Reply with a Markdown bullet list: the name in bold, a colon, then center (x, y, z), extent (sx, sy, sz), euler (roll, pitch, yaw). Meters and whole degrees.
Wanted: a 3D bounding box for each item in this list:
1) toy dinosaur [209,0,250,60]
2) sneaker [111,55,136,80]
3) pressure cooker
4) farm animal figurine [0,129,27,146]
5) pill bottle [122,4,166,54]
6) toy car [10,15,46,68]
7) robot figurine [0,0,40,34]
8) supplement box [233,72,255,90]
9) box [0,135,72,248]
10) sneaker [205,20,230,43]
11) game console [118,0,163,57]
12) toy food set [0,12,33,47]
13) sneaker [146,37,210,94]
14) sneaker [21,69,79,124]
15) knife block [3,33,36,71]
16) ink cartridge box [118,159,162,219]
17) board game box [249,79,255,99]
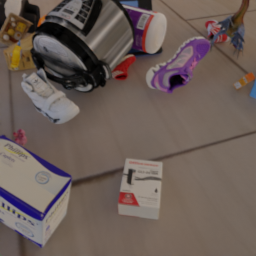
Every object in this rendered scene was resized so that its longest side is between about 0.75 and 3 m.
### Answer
- **toy dinosaur**: center (3.980, -3.445, 10.065), extent (1.379, 2.626, 2.383), euler (39, 36, 10)
- **sneaker**: center (-0.087, -2.071, 9.935), extent (1.254, 0.491, 0.724), euler (-36, 62, -16)
- **pressure cooker**: center (-1.446, -2.487, 8.650), extent (2.880, 2.572, 2.533), euler (-54, 21, -21)
- **farm animal figurine**: center (-3.324, 0.491, 7.049), extent (1.672, 0.841, 1.350), euler (25, 68, 19)
- **pill bottle**: center (0.048, -3.823, 10.574), extent (2.573, 1.447, 1.447), euler (23, 48, 19)
- **toy car**: center (-2.803, -3.058, 9.743), extent (1.412, 0.958, 2.878), euler (28, 54, -13)
- **robot figurine**: center (-4.887, -4.525, 11.160), extent (2.586, 1.614, 1.943), euler (8, 22, -10)
- **supplement box**: center (3.731, -1.498, 9.042), extent (0.254, 0.764, 0.263), euler (-26, 84, -17)
- **box**: center (-1.994, 1.253, 5.305), extent (1.563, 1.700, 0.892), euler (28, 48, 8)
- **sneaker**: center (3.532, -4.112, 11.898), extent (0.862, 0.546, 1.533), euler (-15, 48, -20)
- **game console**: center (-0.190, -4.031, 11.087), extent (2.793, 2.384, 1.653), euler (-8, 16, -8)
- **toy food set**: center (-4.098, -3.490, 10.191), extent (0.837, 1.166, 0.352), euler (18, 26, -46)
- **sneaker**: center (1.772, -1.909, 8.954), extent (2.383, 0.958, 1.053), euler (-38, 46, -3)
- **sneaker**: center (-2.184, -0.866, 7.534), extent (0.770, 1.177, 2.049), euler (-43, 40, -22)
- **knife block**: center (-3.462, -3.162, 10.728), extent (2.377, 0.760, 2.086), euler (-12, 44, -16)
- **ink cartridge box**: center (0.295, 1.335, 6.301), extent (0.880, 0.511, 1.220), euler (5, 44, 6)
- **board game box**: center (5.626, -1.373, 8.949), extent (2.495, 0.697, 2.443), euler (30, 51, 27)
